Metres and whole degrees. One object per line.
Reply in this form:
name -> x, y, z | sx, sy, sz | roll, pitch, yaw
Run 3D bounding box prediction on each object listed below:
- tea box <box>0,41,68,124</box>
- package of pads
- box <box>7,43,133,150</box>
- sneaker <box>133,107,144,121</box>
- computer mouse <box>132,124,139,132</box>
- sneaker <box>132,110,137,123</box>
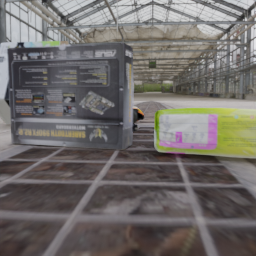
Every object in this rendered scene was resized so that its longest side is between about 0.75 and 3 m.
tea box -> -2.985, -1.464, 9.129 | 2.249, 2.286, 1.528 | -2, -28, 0
package of pads -> 1.602, 0.028, 4.712 | 2.115, 0.721, 1.634 | 2, 4, 20
box -> -1.101, -0.590, 5.329 | 2.354, 1.864, 0.569 | 1, 7, 16
sneaker -> -0.119, -0.413, 9.687 | 1.422, 0.497, 0.640 | -9, 27, -24
computer mouse -> -0.163, -0.016, 5.877 | 0.666, 0.253, 0.961 | -15, -21, 8
sneaker -> -0.560, -0.238, 8.218 | 1.636, 0.544, 0.740 | -2, 9, 14
